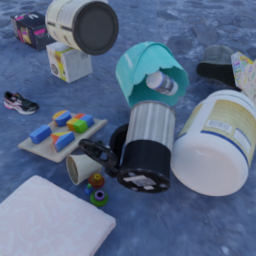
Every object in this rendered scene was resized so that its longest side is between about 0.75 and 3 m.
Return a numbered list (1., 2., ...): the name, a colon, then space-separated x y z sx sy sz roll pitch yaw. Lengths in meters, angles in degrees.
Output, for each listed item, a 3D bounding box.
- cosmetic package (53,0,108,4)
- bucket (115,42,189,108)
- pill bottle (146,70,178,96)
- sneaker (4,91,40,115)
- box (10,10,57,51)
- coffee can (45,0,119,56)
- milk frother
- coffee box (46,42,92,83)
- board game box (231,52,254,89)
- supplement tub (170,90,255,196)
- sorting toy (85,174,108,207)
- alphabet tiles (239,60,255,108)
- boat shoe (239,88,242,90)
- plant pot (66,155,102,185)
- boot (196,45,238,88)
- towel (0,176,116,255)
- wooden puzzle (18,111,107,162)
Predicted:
1. cosmetic package: -2.582 -7.196 15.704 2.353 2.367 2.829 6 41 7
2. bucket: 0.698 -1.543 8.801 2.148 2.148 1.398 -16 57 -18
3. pill bottle: 1.018 -1.297 8.241 0.963 0.548 0.548 15 21 -48
4. sneaker: -3.767 -0.901 9.703 1.390 0.600 0.558 11 43 12
5. box: -4.603 -4.856 13.879 2.217 1.176 1.355 33 51 32
6. coffee can: -1.653 -3.598 9.774 1.687 1.687 2.305 -26 37 -27
7. milk frother: 0.059 0.208 6.231 1.786 1.979 1.862 -3 53 20
8. coffee box: -2.375 -2.771 11.382 1.232 1.244 1.246 32 50 32
9. board game box: 4.299 -1.729 9.719 1.815 0.311 1.220 17 62 -35
10. supplement tub: 2.349 0.289 7.342 1.841 1.841 2.549 19 44 21
11. sorting toy: -0.788 1.487 6.960 0.529 0.361 0.880 -5 51 -18
12. alphabet tiles: 3.671 -1.192 8.281 0.107 1.462 1.430 17 76 46
13. boat shoe: 4.314 -1.718 10.962 0.276 0.281 0.754 -11 39 25
14. plant pot: -1.131 1.016 7.408 0.736 0.804 0.804 -14 41 -31
15. boot: 4.010 -2.608 11.488 2.278 0.909 2.506 24 32 16
16. towel: -1.944 2.350 6.054 2.539 0.409 2.425 22 46 23
17. wooden puzzle: -1.957 0.079 8.146 2.104 0.487 1.949 8 38 39
